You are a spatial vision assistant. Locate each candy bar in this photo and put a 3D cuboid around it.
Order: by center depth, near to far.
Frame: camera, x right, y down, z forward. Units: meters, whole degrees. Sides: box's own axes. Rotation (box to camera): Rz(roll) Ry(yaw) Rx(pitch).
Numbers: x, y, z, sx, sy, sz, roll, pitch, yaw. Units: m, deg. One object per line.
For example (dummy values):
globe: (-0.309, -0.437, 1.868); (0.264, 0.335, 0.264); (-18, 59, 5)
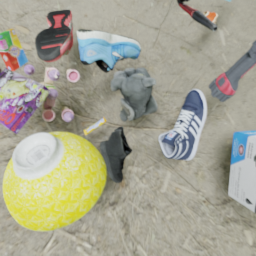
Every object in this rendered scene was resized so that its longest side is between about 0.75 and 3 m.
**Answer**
candy bar: (-1.134, -0.062, 9.582); (0.923, 0.102, 0.230); (-33, 56, 13)

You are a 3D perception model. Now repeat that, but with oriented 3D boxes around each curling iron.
curling iron: (1.886, -3.368, 8.029); (0.316, 0.613, 2.471); (-19, 48, 1)

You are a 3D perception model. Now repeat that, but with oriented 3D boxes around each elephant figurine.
elephant figurine: (0.247, -0.797, 8.714); (1.368, 1.934, 1.501); (-4, 30, 8)

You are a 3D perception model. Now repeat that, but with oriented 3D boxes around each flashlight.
flashlight: (3.215, -1.629, 7.760); (0.774, 2.277, 0.771); (33, 51, -5)

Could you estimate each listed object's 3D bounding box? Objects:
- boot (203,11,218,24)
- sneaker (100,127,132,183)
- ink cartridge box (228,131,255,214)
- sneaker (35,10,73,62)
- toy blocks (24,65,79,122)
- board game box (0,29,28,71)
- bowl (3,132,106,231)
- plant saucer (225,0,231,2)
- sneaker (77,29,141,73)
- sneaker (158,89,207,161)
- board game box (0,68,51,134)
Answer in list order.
boot: (3.046, -4.185, 10.445); (0.521, 0.364, 0.971); (42, 38, -13)
sneaker: (-0.204, 0.663, 6.522); (0.700, 0.403, 1.342); (-14, 105, 25)
ink cartridge box: (4.172, 1.383, 7.544); (1.248, 2.960, 2.161); (-1, 100, -16)
sneaker: (-2.276, -2.916, 9.591); (1.094, 1.287, 2.967); (-5, 45, 5)
toy blocks: (-2.355, -0.967, 8.138); (1.749, 1.473, 1.635); (5, 107, -22)
board game box: (-3.909, -2.600, 9.366); (0.239, 1.187, 0.909); (-4, 33, 19)
bowl: (-2.211, 1.083, 7.615); (2.955, 1.590, 2.955); (-8, 47, 9)
plant saucer: (3.609, -5.275, 9.614); (0.579, 1.656, 0.157); (12, 32, -11)
sneaker: (-0.604, -2.313, 8.713); (1.015, 2.589, 1.164); (20, 108, 37)
sneaker: (1.616, -0.083, 8.347); (1.211, 0.783, 2.233); (2, 100, -40)
board game box: (-3.184, -0.816, 7.587); (2.306, 0.372, 1.384); (24, 78, 40)
